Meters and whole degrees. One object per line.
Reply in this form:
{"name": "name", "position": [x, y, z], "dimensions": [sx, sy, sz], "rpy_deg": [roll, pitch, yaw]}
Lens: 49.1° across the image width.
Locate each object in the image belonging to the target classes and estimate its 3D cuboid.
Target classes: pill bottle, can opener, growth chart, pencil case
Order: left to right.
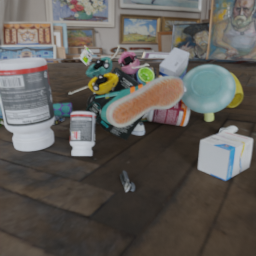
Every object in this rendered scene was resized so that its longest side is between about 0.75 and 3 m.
{"name": "pill bottle", "position": [-3.402, -0.803, 9.427], "dimensions": [1.681, 2.902, 1.681], "rpy_deg": [-3, 20, 1]}
{"name": "pencil case", "position": [-3.463, -0.844, 13.240], "dimensions": [1.606, 0.683, 0.742], "rpy_deg": [-3, 24, -10]}
{"name": "pill bottle", "position": [-1.392, 0.195, 8.550], "dimensions": [0.761, 1.314, 0.761], "rpy_deg": [1, -6, 0]}
{"name": "growth chart", "position": [-1.909, -3.273, 12.820], "dimensions": [0.606, 0.838, 0.074], "rpy_deg": [41, 45, -3]}
{"name": "can opener", "position": [-0.016, 1.414, 7.282], "dimensions": [0.278, 0.222, 0.833], "rpy_deg": [30, 11, -17]}
{"name": "pill bottle", "position": [0.547, -2.237, 12.262], "dimensions": [1.312, 0.734, 0.734], "rpy_deg": [-3, 18, 0]}
{"name": "pill bottle", "position": [1.433, -0.784, 11.663], "dimensions": [2.082, 1.189, 1.189], "rpy_deg": [8, 18, 0]}

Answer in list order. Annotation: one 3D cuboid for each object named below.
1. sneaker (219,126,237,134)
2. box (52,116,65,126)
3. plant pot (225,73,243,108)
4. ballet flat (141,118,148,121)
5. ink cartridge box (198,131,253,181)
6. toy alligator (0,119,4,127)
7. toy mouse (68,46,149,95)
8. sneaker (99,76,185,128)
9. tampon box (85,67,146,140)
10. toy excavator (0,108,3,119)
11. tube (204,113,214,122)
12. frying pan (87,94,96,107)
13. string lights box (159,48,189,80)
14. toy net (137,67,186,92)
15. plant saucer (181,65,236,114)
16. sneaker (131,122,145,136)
{"name": "sneaker", "position": [3.939, 0.174, 10.853], "dimensions": [0.866, 0.331, 0.349], "rpy_deg": [-14, 33, -24]}
{"name": "box", "position": [-3.321, -0.346, 12.500], "dimensions": [0.678, 0.196, 0.853], "rpy_deg": [6, 19, 18]}
{"name": "plant pot", "position": [5.287, -1.808, 14.881], "dimensions": [1.868, 1.868, 1.326], "rpy_deg": [-7, 42, -21]}
{"name": "ballet flat", "position": [1.435, -0.728, 12.785], "dimensions": [2.252, 0.796, 0.796], "rpy_deg": [-3, 19, -10]}
{"name": "ink cartridge box", "position": [2.778, 0.755, 7.995], "dimensions": [1.285, 0.929, 0.946], "rpy_deg": [-15, 23, -38]}
{"name": "toy alligator", "position": [-5.619, -0.241, 11.816], "dimensions": [0.586, 0.425, 1.767], "rpy_deg": [27, -5, -43]}
{"name": "toy mouse", "position": [-0.497, -2.100, 9.985], "dimensions": [2.804, 0.543, 2.492], "rpy_deg": [-12, 41, 22]}
{"name": "sneaker", "position": [0.399, -0.925, 8.600], "dimensions": [2.853, 1.018, 1.140], "rpy_deg": [-24, 23, -24]}
{"name": "tampon box", "position": [-0.254, -0.871, 10.233], "dimensions": [1.257, 1.990, 1.492], "rpy_deg": [27, 12, -49]}
{"name": "toy excavator", "position": [-5.537, -0.910, 12.079], "dimensions": [1.315, 2.560, 2.633], "rpy_deg": [7, -8, 20]}
{"name": "tube", "position": [3.502, -1.078, 12.268], "dimensions": [0.431, 1.662, 0.482], "rpy_deg": [-19, 28, -13]}
{"name": "frying pan", "position": [-0.918, -0.993, 11.178], "dimensions": [1.518, 0.918, 0.247], "rpy_deg": [-17, 5, -28]}
{"name": "string lights box", "position": [2.094, -2.240, 13.327], "dimensions": [0.799, 2.710, 1.393], "rpy_deg": [29, 62, 20]}
{"name": "toy net", "position": [1.195, -1.392, 9.458], "dimensions": [1.956, 1.026, 0.378], "rpy_deg": [6, -24, -20]}
{"name": "plant saucer", "position": [2.944, -1.565, 10.488], "dimensions": [2.074, 2.074, 0.399], "rpy_deg": [6, -18, 19]}
{"name": "sneaker", "position": [-0.028, -0.132, 11.266], "dimensions": [1.594, 0.564, 0.582], "rpy_deg": [11, 21, 29]}
